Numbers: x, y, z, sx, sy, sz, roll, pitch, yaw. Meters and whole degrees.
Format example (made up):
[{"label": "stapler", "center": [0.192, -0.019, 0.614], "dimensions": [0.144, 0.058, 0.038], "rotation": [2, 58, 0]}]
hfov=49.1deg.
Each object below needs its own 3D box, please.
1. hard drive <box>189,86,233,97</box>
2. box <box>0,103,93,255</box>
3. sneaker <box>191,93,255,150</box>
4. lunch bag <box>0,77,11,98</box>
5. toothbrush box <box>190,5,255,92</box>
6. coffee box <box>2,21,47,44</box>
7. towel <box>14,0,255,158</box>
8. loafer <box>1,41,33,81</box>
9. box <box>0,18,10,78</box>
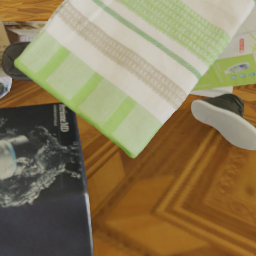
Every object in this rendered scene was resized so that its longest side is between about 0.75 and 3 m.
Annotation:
[{"label": "hard drive", "center": [2.151, -1.677, 9.499], "dimensions": [2.676, 0.357, 1.765], "rotation": [12, 36, 16]}, {"label": "box", "center": [-2.063, 0.886, 4.759], "dimensions": [2.616, 1.536, 2.573], "rotation": [-7, 35, -12]}, {"label": "sneaker", "center": [2.739, -0.293, 7.085], "dimensions": [1.116, 0.795, 2.250], "rotation": [-21, 35, -20]}, {"label": "lunch bag", "center": [-4.681, -1.614, 8.633], "dimensions": [2.025, 1.287, 1.717], "rotation": [-3, 37, -16]}, {"label": "toothbrush box", "center": [1.623, -1.599, 4.981], "dimensions": [2.153, 0.927, 1.568], "rotation": [-2, 67, 31]}, {"label": "coffee box", "center": [-3.574, -3.263, 10.532], "dimensions": [1.544, 1.090, 2.731], "rotation": [28, 30, 22]}, {"label": "towel", "center": [0.153, -1.385, 3.783], "dimensions": [2.200, 0.453, 2.949], "rotation": [37, 83, 8]}, {"label": "loafer", "center": [-1.196, -1.174, 5.609], "dimensions": [2.885, 1.037, 0.908], "rotation": [14, 3, 23]}, {"label": "box", "center": [-3.369, -2.222, 6.527], "dimensions": [0.785, 0.959, 2.019], "rotation": [-14, 69, -30]}]
